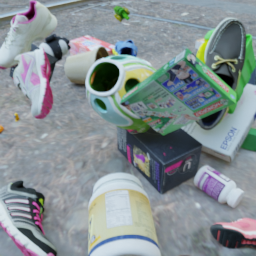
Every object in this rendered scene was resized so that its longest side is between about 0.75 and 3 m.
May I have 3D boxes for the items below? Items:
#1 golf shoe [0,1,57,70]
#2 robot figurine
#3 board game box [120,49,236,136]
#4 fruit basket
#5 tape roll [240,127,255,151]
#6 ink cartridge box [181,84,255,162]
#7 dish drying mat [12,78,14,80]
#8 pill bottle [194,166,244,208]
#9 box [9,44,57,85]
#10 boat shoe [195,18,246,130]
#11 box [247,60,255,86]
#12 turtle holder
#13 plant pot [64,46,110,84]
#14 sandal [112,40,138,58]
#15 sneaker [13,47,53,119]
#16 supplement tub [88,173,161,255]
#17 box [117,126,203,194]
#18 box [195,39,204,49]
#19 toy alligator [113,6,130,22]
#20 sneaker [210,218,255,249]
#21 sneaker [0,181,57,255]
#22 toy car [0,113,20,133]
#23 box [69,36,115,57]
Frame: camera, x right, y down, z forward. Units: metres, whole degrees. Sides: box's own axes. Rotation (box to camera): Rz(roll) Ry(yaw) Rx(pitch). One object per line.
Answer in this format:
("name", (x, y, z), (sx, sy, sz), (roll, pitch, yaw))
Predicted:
("golf shoe", (-3.125, -2.680, 8.031), (0.852, 1.035, 2.261), (40, 84, 27))
("robot figurine", (-2.947, -3.169, 11.224), (1.293, 0.971, 0.807), (-37, 18, -27))
("board game box", (0.862, -0.549, 5.350), (1.268, 1.885, 0.274), (35, 54, -21))
("fruit basket", (2.573, -1.854, 8.318), (2.608, 2.608, 1.881), (-25, 20, -30))
("tape roll", (4.852, -0.288, 10.649), (2.996, 0.720, 2.996), (0, 37, 0))
("ink cartridge box", (2.946, -0.578, 10.020), (2.904, 0.629, 2.851), (24, 71, 32))
("dish drying mat", (-5.015, -2.223, 13.712), (0.732, 0.173, 1.905), (-26, 45, -29))
("pill bottle", (2.592, 1.691, 8.014), (0.718, 0.718, 1.279), (-28, 45, -32))
("box", (-3.131, -1.989, 9.239), (1.184, 1.164, 0.734), (31, 36, 1))
("boat shoe", (2.272, -1.270, 6.813), (0.982, 2.755, 0.830), (13, 14, 5))
("box", (4.463, -2.154, 11.752), (1.853, 1.337, 2.497), (5, 15, 27))
("turtle holder", (0.031, -0.872, 7.556), (2.682, 2.038, 1.904), (48, 12, 32))
("plant pot", (-1.946, -2.830, 13.332), (1.768, 1.931, 1.931), (1, 35, 20))
("sandal", (-0.060, -3.262, 11.894), (0.972, 1.065, 2.445), (19, 28, -19))
("sneaker", (-2.503, -1.124, 7.314), (0.892, 0.822, 2.022), (-9, 66, -5))
("supplement tub", (-0.160, 2.270, 6.543), (1.543, 1.543, 2.137), (-4, 37, -5))
("box", (0.886, 0.602, 8.944), (1.531, 1.328, 2.504), (-22, 43, -26))
("box", (4.731, -5.075, 17.247), (0.706, 0.493, 0.928), (-23, 43, -28))
("toy alligator", (-0.419, -5.138, 12.345), (0.569, 0.521, 1.920), (-40, 38, 4))
("sneaker", (2.845, 2.598, 7.040), (1.641, 0.605, 0.712), (8, 26, 2))
("sneaker", (-2.510, 2.196, 7.045), (2.817, 1.039, 1.232), (26, 50, 37))
("toy car", (-4.900, -0.256, 10.855), (0.632, 0.428, 1.288), (16, 40, 20))
("box", (-1.859, -3.913, 15.053), (2.628, 1.244, 1.349), (31, 46, 34))
